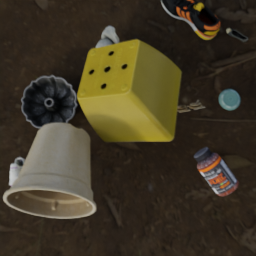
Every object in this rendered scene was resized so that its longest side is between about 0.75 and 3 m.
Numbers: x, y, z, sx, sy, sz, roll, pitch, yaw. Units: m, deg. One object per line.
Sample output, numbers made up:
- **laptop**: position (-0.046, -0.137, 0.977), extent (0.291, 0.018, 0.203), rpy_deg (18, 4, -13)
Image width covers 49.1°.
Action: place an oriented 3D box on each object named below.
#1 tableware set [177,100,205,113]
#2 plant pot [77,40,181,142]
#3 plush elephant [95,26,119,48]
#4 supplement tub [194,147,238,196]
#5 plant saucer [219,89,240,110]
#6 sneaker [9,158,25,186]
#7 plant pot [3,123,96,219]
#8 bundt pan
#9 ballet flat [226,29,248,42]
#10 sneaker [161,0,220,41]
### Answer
- **tableware set**: position (2.191, -0.801, 10.220), extent (1.049, 0.693, 0.210), rpy_deg (-11, 106, -10)
- **plant pot**: position (-0.072, -1.184, 8.648), extent (2.598, 2.292, 2.598), rpy_deg (-3, 65, 30)
- **plush elephant**: position (-0.490, -2.708, 10.967), extent (1.916, 2.475, 2.038), rpy_deg (37, 92, 22)
- **supplement tub**: position (2.928, 1.457, 9.491), extent (0.861, 0.861, 1.610), rpy_deg (-38, 91, -4)
- **plant saucer**: position (4.223, -1.182, 11.603), extent (0.897, 0.161, 0.897), rpy_deg (0, 83, 0)
- **sneaker**: position (-3.321, 1.358, 9.278), extent (0.648, 1.732, 0.863), rpy_deg (-5, 93, 6)
- **plant pot**: position (-2.115, 1.221, 8.444), extent (2.525, 2.525, 2.311), rpy_deg (2, 56, 0)
- **bundt pan**: position (-3.069, -0.927, 11.241), extent (2.188, 0.821, 2.188), rpy_deg (0, 82, 0)
- **ballet flat**: position (4.624, -3.960, 11.869), extent (0.985, 0.280, 0.327), rpy_deg (29, 84, 3)
- **sneaker**: position (2.615, -4.872, 11.471), extent (2.841, 1.278, 0.994), rpy_deg (40, 85, 4)
